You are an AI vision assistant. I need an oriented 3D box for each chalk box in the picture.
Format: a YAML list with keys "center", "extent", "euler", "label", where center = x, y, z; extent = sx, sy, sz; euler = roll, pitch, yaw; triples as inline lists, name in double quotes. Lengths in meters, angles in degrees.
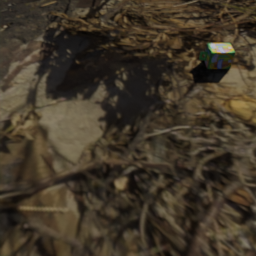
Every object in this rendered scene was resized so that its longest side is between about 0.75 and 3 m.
- center: [3.447, -2.829, 11.066]
  extent: [1.213, 0.755, 0.751]
  euler: [-2, 47, -1]
  label: "chalk box"
